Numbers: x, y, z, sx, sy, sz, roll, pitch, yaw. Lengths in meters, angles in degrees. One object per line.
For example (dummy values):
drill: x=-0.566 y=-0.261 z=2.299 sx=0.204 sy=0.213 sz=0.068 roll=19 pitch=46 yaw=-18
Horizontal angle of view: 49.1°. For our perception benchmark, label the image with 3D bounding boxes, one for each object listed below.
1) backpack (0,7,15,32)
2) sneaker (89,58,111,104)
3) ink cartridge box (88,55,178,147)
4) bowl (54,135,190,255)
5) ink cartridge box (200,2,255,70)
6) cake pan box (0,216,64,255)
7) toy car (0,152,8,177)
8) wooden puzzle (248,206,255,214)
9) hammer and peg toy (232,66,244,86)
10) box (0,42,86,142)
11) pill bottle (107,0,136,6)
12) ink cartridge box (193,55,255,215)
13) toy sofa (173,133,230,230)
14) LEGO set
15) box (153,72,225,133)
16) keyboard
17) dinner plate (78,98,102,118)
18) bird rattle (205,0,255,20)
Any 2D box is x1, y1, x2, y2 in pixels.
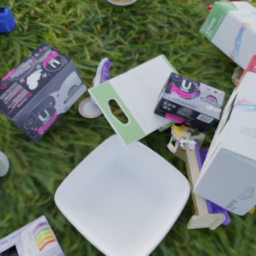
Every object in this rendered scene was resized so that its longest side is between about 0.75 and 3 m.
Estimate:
backpack: x=-5.036 y=-4.129 z=10.778 sx=1.018 sy=0.827 sz=0.854 roll=-2 pitch=60 yaw=-2
sneaker: x=-0.796 y=-1.490 z=9.326 sx=0.763 sy=0.737 sz=1.828 roll=16 pitch=60 yaw=-15
ink cartridge box: x=0.480 y=-0.777 z=8.136 sx=2.726 sy=0.654 sz=1.984 roll=-30 pitch=76 yaw=-20
bowl: x=-0.093 y=1.751 z=6.990 sx=2.640 sy=0.985 sz=2.636 roll=35 pitch=64 yaw=21
ink cartridge box: x=4.167 y=-3.006 z=9.459 sx=2.021 sy=1.217 sz=2.781 roll=-19 pitch=57 yaw=-37
cake pan box: x=-2.297 y=2.832 z=6.292 sx=1.424 sy=0.372 sz=1.311 roll=-26 pitch=33 yaw=-20
toy car: x=-4.182 y=0.997 z=6.947 sx=1.542 sy=2.057 sz=1.800 roll=-12 pitch=31 yaw=14
wooden puzzle: x=3.182 y=1.479 z=7.627 sx=1.000 sy=0.173 sz=1.482 roll=27 pitch=66 yaw=10
hammer and peg toy: x=3.873 y=-1.629 z=9.391 sx=0.742 sy=0.356 sz=1.009 roll=21 pitch=48 yaw=12
box: x=-2.567 y=-1.011 z=8.209 sx=1.321 sy=1.522 sz=2.303 roll=35 pitch=74 yaw=24
pill bottle: x=-0.265 y=-6.471 z=11.146 sx=1.562 sy=2.684 sz=1.562 roll=0 pitch=58 yaw=-1
ink cartridge box: x=2.676 y=0.141 z=6.293 sx=1.201 sy=2.113 sz=2.900 roll=24 pitch=56 yaw=13
toy sofa: x=1.934 y=1.355 z=7.253 sx=1.128 sy=0.958 sz=2.312 roll=-4 pitch=58 yaw=-1
LEGO set: x=1.404 y=0.306 z=7.537 sx=0.685 sy=0.555 sz=1.490 roll=19 pitch=16 yaw=6
box: x=1.597 y=-0.670 z=7.450 sx=1.527 sy=1.009 sz=0.876 roll=20 pitch=66 yaw=-2
keyboard: x=1.379 y=-0.694 z=8.915 sx=2.861 sy=0.367 sz=1.718 roll=-8 pitch=65 yaw=-6
dinner plate: x=-1.185 y=-0.629 z=9.002 sx=0.802 sy=0.097 sz=0.802 roll=1 pitch=58 yaw=-1
bird rattle: x=4.064 y=-4.851 z=10.805 sx=2.139 sy=1.744 sz=1.205 roll=-4 pitch=25 yaw=-6
